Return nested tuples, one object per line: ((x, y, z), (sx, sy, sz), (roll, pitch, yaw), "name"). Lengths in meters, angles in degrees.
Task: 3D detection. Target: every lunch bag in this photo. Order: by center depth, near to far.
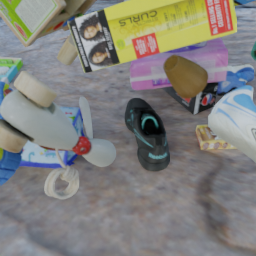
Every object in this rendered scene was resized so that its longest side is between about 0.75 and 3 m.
((-2.100, 0.322, 7.092), (1.641, 1.230, 1.930), (3, 31, 3), "lunch bag")

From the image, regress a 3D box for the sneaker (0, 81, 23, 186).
((-2.395, 0.162, 4.738), (0.995, 0.851, 2.401), (-29, 43, 11), "sneaker")

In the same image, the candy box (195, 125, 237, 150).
((2.560, 0.244, 7.854), (1.190, 0.329, 0.687), (-1, 42, -2), "candy box")

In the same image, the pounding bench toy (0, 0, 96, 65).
((-1.654, -2.892, 6.771), (1.563, 2.515, 1.962), (-29, 14, 38), "pounding bench toy")

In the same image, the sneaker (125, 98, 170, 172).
((0.558, -0.145, 7.739), (1.055, 1.109, 2.798), (-10, 41, -9), "sneaker")

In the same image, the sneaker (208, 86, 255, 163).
((2.422, 0.428, 4.264), (2.644, 0.950, 0.958), (43, 89, -2), "sneaker")

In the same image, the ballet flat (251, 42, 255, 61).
((3.393, -1.410, 5.611), (0.957, 1.000, 2.842), (22, 18, -13), "ballet flat")

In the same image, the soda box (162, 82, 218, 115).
((1.750, -1.649, 9.544), (0.869, 0.971, 2.745), (-23, 45, -20), "soda box")

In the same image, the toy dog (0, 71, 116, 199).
((-1.247, -0.020, 4.603), (1.501, 2.276, 1.096), (-37, 44, -10), "toy dog")

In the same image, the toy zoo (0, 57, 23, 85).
((-5.254, -1.841, 10.296), (1.852, 0.289, 2.823), (3, 41, 4), "toy zoo")

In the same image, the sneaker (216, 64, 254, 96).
((3.561, -1.528, 9.558), (2.440, 1.088, 0.958), (-15, 2, -39), "sneaker")

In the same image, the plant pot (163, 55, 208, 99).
((1.260, -1.272, 6.566), (0.864, 0.927, 0.864), (-25, 52, 35), "plant pot")

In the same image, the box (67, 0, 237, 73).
((0.378, -1.727, 4.748), (2.634, 0.991, 0.660), (-10, 20, 18), "box")

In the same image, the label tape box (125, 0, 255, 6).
((1.659, -3.229, 6.646), (2.919, 0.965, 2.091), (-5, 16, 30), "label tape box")

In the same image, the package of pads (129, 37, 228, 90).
((1.354, -1.936, 8.021), (2.653, 1.004, 1.598), (-6, 41, 7), "package of pads")
